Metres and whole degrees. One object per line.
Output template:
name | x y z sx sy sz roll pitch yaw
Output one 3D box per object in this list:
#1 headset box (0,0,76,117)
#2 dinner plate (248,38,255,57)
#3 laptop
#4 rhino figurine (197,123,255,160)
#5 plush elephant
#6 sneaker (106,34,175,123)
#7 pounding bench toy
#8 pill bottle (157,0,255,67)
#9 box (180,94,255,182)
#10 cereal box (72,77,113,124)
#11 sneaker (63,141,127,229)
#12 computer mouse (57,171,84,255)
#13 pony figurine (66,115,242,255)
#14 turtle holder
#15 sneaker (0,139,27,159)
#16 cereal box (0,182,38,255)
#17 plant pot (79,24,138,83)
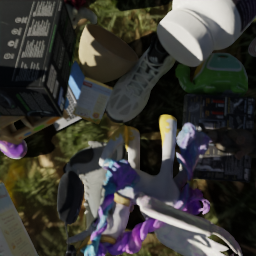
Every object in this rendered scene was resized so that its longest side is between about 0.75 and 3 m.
headset box | -2.302 -1.287 5.194 2.278 1.057 1.984 1 64 4
dinner plate | 3.403 -2.036 6.786 0.112 0.925 0.925 43 78 -34
laptop | -1.758 -0.893 7.937 1.436 0.832 1.345 -28 79 -6
rhino figurine | 2.212 0.287 6.086 2.015 0.881 0.602 11 103 -15
plush elephant | -1.200 -2.814 6.150 1.723 1.419 1.334 2 118 11
sneaker | 0.355 -1.523 7.624 1.109 1.691 2.940 36 80 7
pounding bench toy | -2.511 -0.963 6.549 1.652 1.316 2.118 -29 84 -8
pill bottle | 2.016 -2.770 6.060 1.633 1.633 2.932 41 80 8
box | 2.377 0.269 7.582 1.792 0.565 2.272 3 91 1
cereal box | -0.718 -0.537 5.620 0.588 0.162 0.817 21 115 -9
sneaker | -1.054 1.606 7.409 1.585 1.030 2.745 12 68 7
computer mouse | -0.815 1.478 4.119 0.286 0.492 1.678 -2 85 9
pony figurine | 0.536 1.197 4.918 2.753 2.375 2.852 8 58 20
turtle holder | 2.369 -1.349 7.874 1.807 1.373 1.283 -7 69 29
sneaker | -3.509 0.245 7.767 1.570 0.694 0.632 42 80 7
cereal box | -2.285 2.451 4.702 0.574 2.089 2.904 -30 84 7
plant pot | -0.718 -1.942 7.909 1.680 1.680 1.128 43 117 8
